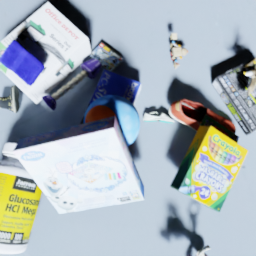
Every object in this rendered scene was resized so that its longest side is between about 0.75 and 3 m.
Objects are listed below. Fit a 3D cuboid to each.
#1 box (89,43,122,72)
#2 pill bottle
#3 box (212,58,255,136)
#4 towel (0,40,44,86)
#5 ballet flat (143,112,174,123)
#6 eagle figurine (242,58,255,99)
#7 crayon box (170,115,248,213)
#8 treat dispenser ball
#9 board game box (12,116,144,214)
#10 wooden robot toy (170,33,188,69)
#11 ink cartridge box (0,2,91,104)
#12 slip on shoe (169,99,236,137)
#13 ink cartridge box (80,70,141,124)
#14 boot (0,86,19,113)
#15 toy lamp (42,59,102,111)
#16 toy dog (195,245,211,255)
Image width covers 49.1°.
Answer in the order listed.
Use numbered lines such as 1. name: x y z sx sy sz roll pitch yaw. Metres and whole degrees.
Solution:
1. box: -0.809 -2.566 10.265 1.013 0.202 0.693 39 83 8
2. pill bottle: -3.472 2.023 8.363 1.661 1.661 2.955 11 75 3
3. box: 4.285 -1.113 9.723 1.792 0.495 2.236 -28 77 -9
4. towel: -3.244 -1.932 8.505 1.221 0.303 0.902 40 117 -10
5. ballet flat: 1.053 -0.361 9.639 1.086 0.377 0.377 4 76 6
6. eagle figurine: 4.102 -1.609 8.996 0.941 0.946 1.247 -12 65 7
7. crayon box: 2.594 1.064 8.639 1.606 0.659 2.555 30 82 -16
8. treat dispenser ball: -0.481 -0.136 8.252 1.658 1.658 1.658 0 76 0
9. board game box: -1.238 1.192 7.878 2.791 2.778 0.605 -12 37 12
10. wooden robot toy: 1.843 -2.759 10.063 0.578 0.561 1.274 -7 87 -5
11. ink cartridge box: -2.985 -2.599 9.741 2.065 1.192 2.827 43 80 7
12. slip on shoe: 2.547 -0.279 9.313 2.431 0.744 0.900 24 72 -8
13. ink cartridge box: -0.731 -0.342 9.491 1.409 0.663 2.997 22 77 4
14. boot: -4.107 -1.005 9.487 0.748 0.358 0.991 12 121 4
15. toy lamp: -1.881 -1.570 9.712 0.683 0.683 2.347 42 72 9
16. toy dog: 1.842 4.150 7.880 1.660 1.095 0.799 -22 57 -24
